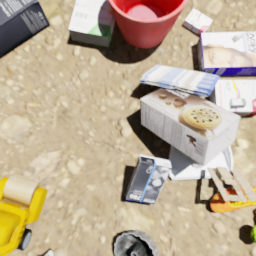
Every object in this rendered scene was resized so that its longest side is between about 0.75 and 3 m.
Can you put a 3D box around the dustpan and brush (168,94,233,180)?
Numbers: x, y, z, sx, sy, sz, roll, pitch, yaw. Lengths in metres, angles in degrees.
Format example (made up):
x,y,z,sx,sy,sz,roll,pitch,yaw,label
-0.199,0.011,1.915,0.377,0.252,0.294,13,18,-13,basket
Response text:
x,y,z,sx,sy,sz,roll,pitch,yaw,label
2.194,0.109,8.815,2.004,0.822,2.872,-3,73,-2,dustpan and brush

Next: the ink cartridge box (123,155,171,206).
x,y,z,sx,sy,sz,roll,pitch,yaw,label
0.504,1.652,8.071,0.911,0.359,1.832,11,121,-9,ink cartridge box

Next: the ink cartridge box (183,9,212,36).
x,y,z,sx,sy,sz,roll,pitch,yaw,label
2.456,-3.724,9.921,0.804,0.333,0.589,35,80,7,ink cartridge box

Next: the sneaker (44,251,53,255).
x,y,z,sx,sy,sz,roll,pitch,yaw,label
-2.410,3.835,7.449,0.967,2.514,1.114,-9,65,40,sneaker

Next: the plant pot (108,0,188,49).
x,y,z,sx,sy,sz,roll,pitch,yaw,label
0.571,-3.860,9.001,2.468,2.184,2.468,0,78,0,plant pot

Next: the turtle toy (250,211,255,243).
x,y,z,sx,sy,sz,roll,pitch,yaw,label
4.366,2.909,8.192,1.735,0.877,1.265,-21,79,-5,turtle toy

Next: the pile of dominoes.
x,y,z,sx,sy,sz,roll,pitch,yaw,label
2.973,1.664,8.089,1.145,1.469,0.234,8,119,-10,pile of dominoes

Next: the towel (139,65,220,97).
x,y,z,sx,sy,sz,roll,pitch,yaw,label
1.628,-1.512,8.738,2.181,1.602,0.260,15,122,20,towel

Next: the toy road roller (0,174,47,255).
x,y,z,sx,sy,sz,roll,pitch,yaw,label
-3.381,2.463,7.915,1.351,1.605,2.199,16,78,3,toy road roller

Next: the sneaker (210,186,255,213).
x,y,z,sx,sy,sz,roll,pitch,yaw,label
3.408,2.104,8.447,1.918,0.740,0.700,-16,80,-2,sneaker

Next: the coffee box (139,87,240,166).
x,y,z,sx,sy,sz,roll,pitch,yaw,label
1.627,-0.200,7.915,1.379,0.974,2.439,-30,47,-29,coffee box

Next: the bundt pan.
x,y,z,sx,sy,sz,roll,pitch,yaw,label
0.294,3.537,8.028,1.346,0.505,1.346,5,101,29,bundt pan

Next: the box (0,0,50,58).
x,y,z,sx,sy,sz,roll,pitch,yaw,label
-4.535,-4.123,9.456,2.441,1.396,2.681,-37,80,-7,box

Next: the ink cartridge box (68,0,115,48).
x,y,z,sx,sy,sz,roll,pitch,yaw,label
-1.141,-3.914,9.715,1.366,0.822,1.880,11,79,2,ink cartridge box

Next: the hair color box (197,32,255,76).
x,y,z,sx,sy,sz,roll,pitch,yaw,label
3.588,-2.487,9.447,2.337,0.757,1.277,-2,78,1,hair color box

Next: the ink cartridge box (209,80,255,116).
x,y,z,sx,sy,sz,roll,pitch,yaw,label
3.497,-0.968,9.163,1.487,0.637,1.097,0,79,-2,ink cartridge box
